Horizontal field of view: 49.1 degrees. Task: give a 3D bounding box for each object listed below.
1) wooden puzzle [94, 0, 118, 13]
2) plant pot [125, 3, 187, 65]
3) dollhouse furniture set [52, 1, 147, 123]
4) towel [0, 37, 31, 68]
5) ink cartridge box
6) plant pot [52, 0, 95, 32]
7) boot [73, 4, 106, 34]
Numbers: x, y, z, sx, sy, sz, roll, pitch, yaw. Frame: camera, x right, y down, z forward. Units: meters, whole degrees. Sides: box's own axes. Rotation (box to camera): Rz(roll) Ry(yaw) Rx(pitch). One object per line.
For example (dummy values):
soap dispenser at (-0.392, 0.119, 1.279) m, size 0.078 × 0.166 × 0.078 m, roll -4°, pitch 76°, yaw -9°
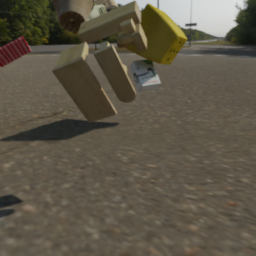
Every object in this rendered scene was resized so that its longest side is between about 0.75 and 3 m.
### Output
wooden puzzle at (-1.296, -4.560, 10.943) m, size 1.725 × 0.399 × 1.598 m, roll -21°, pitch 41°, yaw 4°
plant pot at (1.153, -3.316, 10.550) m, size 1.543 × 1.750 × 1.750 m, roll 42°, pitch 26°, yaw 16°
dollhouse furniture set at (-0.346, -1.440, 6.142) m, size 1.722 × 1.476 × 1.811 m, roll -16°, pitch 42°, yaw 17°
towel at (-4.779, -3.075, 11.392) m, size 1.491 × 0.168 × 1.078 m, roll -31°, pitch -12°, yaw -8°
ink cartridge box at (0.664, -2.037, 10.900) m, size 0.836 × 1.146 × 0.482 m, roll -12°, pitch -18°, yaw -21°
plant pot at (-1.410, -3.062, 7.200) m, size 1.125 × 1.125 × 0.976 m, roll -2°, pitch 62°, yaw -5°
boot at (-1.454, -3.761, 8.920) m, size 1.284 × 0.598 × 1.660 m, roll -22°, pitch 69°, yaw -24°
